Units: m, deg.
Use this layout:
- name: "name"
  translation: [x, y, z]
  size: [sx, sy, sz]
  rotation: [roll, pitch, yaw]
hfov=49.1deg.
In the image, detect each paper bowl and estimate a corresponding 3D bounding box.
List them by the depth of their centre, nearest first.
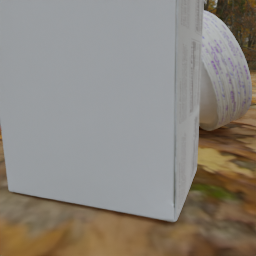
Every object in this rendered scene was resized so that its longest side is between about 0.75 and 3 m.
- name: "paper bowl"
  translation: [1.456, -1.171, 6.472]
  size: [1.374, 2.641, 2.641]
  rotation: [-24, 16, -4]

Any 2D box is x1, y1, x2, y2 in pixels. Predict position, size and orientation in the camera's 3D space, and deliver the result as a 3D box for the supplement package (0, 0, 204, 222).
- name: "supplement package"
  translation: [-0.281, -0.625, 3.488]
  size: [2.170, 2.787, 1.545]
  rotation: [4, 14, 21]
